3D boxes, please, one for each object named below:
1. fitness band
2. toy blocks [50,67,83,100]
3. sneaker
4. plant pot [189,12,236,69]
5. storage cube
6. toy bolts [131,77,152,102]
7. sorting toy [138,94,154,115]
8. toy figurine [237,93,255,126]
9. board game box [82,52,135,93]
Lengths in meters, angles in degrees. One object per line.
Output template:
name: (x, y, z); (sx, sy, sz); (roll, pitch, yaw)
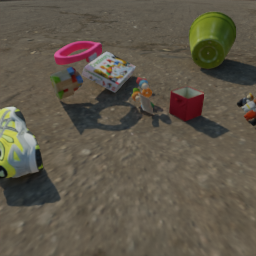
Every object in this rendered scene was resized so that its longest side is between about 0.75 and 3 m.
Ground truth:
fitness band: (-1.878, -2.894, 10.667); (1.511, 0.394, 2.103); (7, 35, 20)
toy blocks: (-2.142, -1.647, 10.161); (1.068, 1.562, 0.780); (-26, 73, -15)
sneaker: (-3.224, 0.266, 7.429); (1.103, 1.089, 2.888); (-18, 33, -28)
plant pot: (4.164, -4.247, 14.230); (2.436, 2.436, 2.345); (9, 44, 15)
storage cube: (1.970, -0.838, 9.538); (0.937, 0.842, 0.801); (-21, 37, -30)
toy bolts: (0.577, -1.326, 10.046); (0.796, 0.834, 0.578); (2, 34, -17)
sorting toy: (0.684, -0.766, 9.704); (0.961, 0.141, 0.711); (18, 47, -53)
toy figurine: (3.994, -0.598, 8.921); (0.614, 0.869, 0.882); (-32, 14, 14)
board game box: (-0.756, -2.472, 12.074); (1.544, 0.423, 2.446); (28, 35, 3)
